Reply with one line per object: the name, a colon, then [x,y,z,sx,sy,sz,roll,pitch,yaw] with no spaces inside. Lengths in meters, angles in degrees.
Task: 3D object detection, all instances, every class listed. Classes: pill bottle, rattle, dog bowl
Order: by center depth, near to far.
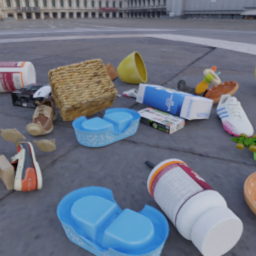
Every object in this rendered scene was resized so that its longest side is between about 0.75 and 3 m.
dog bowl: [-0.357,2.030,5.780,2.415,0.599,1.346,15,29,29]
pill bottle: [1.338,1.625,5.995,1.139,1.139,2.079,-10,27,-21]
dog bowl: [-0.727,-0.036,10.089,2.660,0.659,1.483,-19,31,-40]
rattle: [3.865,-2.288,13.530,0.995,1.092,1.529,20,33,-1]
pill bottle: [-6.477,-2.670,14.752,2.778,1.586,1.586,0,25,-2]

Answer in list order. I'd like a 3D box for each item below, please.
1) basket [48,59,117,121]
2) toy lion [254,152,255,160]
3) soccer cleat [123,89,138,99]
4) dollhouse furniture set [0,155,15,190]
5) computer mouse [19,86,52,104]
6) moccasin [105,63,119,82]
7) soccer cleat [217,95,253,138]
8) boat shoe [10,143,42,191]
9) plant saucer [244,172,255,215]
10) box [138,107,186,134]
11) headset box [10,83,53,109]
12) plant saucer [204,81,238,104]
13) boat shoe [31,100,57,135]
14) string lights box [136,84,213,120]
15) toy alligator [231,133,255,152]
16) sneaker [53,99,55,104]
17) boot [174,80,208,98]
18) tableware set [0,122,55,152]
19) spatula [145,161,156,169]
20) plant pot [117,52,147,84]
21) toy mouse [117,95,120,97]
basket: [-1.869,-1.491,11.348,2.324,1.659,1.731,-21,75,-22]
toy lion: [4.630,0.668,8.792,1.724,0.618,1.799,-21,24,-16]
soccer cleat: [0.200,-1.775,14.154,1.076,0.465,0.376,17,30,33]
dollhouse furniture set: [-4.073,1.204,6.989,2.120,1.099,0.938,-18,29,-34]
computer mouse: [-3.697,-1.458,11.907,0.997,0.399,1.818,1,24,18]
moccasin: [-1.757,-2.064,13.142,2.891,1.116,1.058,-39,10,-13]
soccer cleat: [4.005,-0.525,10.713,0.878,1.086,2.515,-2,25,-3]
boat shoe: [-2.914,1.024,7.752,0.655,0.745,2.094,-5,28,-27]
plant saucer: [3.979,1.800,6.429,2.535,0.474,2.535,0,26,0]
box: [1.232,-0.329,11.188,1.025,0.323,1.862,-23,33,-40]
headset box: [-4.446,-1.600,13.486,1.369,0.711,1.840,8,28,18]
plant saucer: [4.328,-1.651,13.310,1.810,0.292,1.810,-27,20,10]
boat shoe: [-3.320,-0.446,10.823,0.885,0.839,2.337,-3,25,-6]
string lights box: [1.919,-1.134,11.972,2.875,0.848,1.478,23,18,40]
toy alligator: [3.984,0.519,8.690,1.544,0.371,0.512,10,62,39]
sneaker: [-3.401,-1.384,13.370,0.375,0.537,1.079,9,-6,-5]
boot: [3.194,-1.861,14.055,1.566,0.623,1.798,4,37,22]
tableware set: [-3.043,0.361,8.618,1.534,1.282,0.178,-7,49,8]
spatula: [0.900,1.285,7.907,0.447,0.163,1.582,-10,26,-24]
plant pot: [0.153,-3.335,16.331,1.305,1.838,1.838,-15,19,22]
toy mouse: [-2.103,-2.214,14.972,2.917,0.565,2.593,-6,26,-13]
